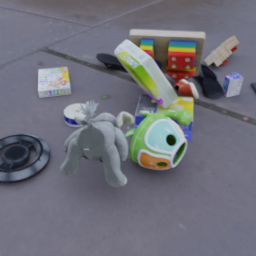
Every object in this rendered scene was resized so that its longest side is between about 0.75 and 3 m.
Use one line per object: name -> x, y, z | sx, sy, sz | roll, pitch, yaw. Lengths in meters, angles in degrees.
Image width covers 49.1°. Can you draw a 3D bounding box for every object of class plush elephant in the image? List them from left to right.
plush elephant -> -0.749, 0.282, 7.892 | 1.860, 2.259, 1.749 | 2, 10, 17

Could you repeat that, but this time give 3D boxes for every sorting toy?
sorting toy -> 1.548, -2.682, 11.432 | 2.787, 2.770, 0.970 | 6, 72, 11

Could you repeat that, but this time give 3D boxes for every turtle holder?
turtle holder -> 1.038, 0.382, 8.541 | 1.489, 1.594, 2.097 | 25, 36, 31

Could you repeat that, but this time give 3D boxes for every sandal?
sandal -> -0.633, -3.106, 13.825 | 2.133, 0.510, 0.802 | 22, 42, 7
sandal -> 3.593, -2.292, 12.638 | 1.053, 0.593, 2.771 | -5, 39, -7

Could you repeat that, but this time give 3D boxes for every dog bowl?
dog bowl -> -1.896, -0.480, 10.549 | 1.011, 0.398, 1.011 | 0, 38, 0

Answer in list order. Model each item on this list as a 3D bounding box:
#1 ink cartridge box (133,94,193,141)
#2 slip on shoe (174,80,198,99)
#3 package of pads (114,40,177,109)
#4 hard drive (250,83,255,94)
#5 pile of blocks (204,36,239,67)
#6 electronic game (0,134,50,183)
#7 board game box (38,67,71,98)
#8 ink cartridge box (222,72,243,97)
ink cartridge box -> 1.348, -0.483, 10.506 | 2.122, 0.505, 2.147 | 6, 37, 7
slip on shoe -> 1.904, -1.223, 9.170 | 0.446, 0.540, 1.459 | -29, 23, 0
package of pads -> 0.621, -1.924, 10.005 | 0.784, 2.300, 1.777 | -42, 44, 3
hard drive -> 5.874, -1.597, 12.104 | 0.782, 0.184, 1.120 | 0, 39, 0
pile of blocks -> 4.765, -3.679, 14.379 | 2.714, 1.114, 0.843 | -41, 96, -28
electronic game -> -3.518, 0.900, 8.798 | 2.056, 0.428, 2.056 | 4, 39, -3
board game box -> -3.320, -2.085, 12.579 | 1.338, 0.341, 1.990 | -9, 40, -11
ink cartridge box -> 4.391, -1.845, 11.765 | 0.679, 0.995, 0.380 | -13, 41, -16
